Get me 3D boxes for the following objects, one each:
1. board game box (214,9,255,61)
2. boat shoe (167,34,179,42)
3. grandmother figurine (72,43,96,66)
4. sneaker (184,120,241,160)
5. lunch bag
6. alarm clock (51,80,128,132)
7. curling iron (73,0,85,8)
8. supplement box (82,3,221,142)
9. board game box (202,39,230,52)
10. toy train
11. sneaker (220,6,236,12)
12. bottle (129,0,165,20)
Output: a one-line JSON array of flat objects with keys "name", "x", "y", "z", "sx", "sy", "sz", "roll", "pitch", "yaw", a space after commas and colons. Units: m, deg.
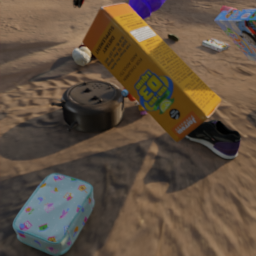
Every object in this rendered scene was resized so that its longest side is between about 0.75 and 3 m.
[{"name": "board game box", "x": 3.200, "y": -2.216, "z": 6.940, "sx": 1.641, "sy": 0.397, "sz": 2.170, "roll": 39, "pitch": 13, "yaw": -18}, {"name": "boat shoe", "x": 2.119, "y": -4.173, "z": 12.866, "sx": 0.248, "sy": 0.270, "sz": 0.755, "roll": -25, "pitch": 40, "yaw": -22}, {"name": "grandmother figurine", "x": -1.289, "y": -3.193, "z": 11.216, "sx": 1.609, "sy": 0.803, "sz": 2.653, "roll": 11, "pitch": 36, "yaw": 28}, {"name": "sneaker", "x": 2.010, "y": 0.021, "z": 7.012, "sx": 1.745, "sy": 0.764, "sz": 0.661, "roll": 30, "pitch": 47, "yaw": 33}, {"name": "lunch bag", "x": -1.347, "y": 1.538, "z": 5.225, "sx": 1.144, "sy": 0.550, "sz": 1.426, "roll": 10, "pitch": 39, "yaw": 17}, {"name": "alarm clock", "x": -0.758, "y": -0.776, "z": 8.048, "sx": 2.609, "sy": 0.868, "sz": 1.760, "roll": -17, "pitch": 41, "yaw": -26}, {"name": "curling iron", "x": -1.137, "y": -4.591, "z": 8.560, "sx": 0.263, "sy": 2.059, "sz": 0.510, "roll": 28, "pitch": 0, "yaw": -2}, {"name": "supplement box", "x": 0.446, "y": -1.090, "z": 5.425, "sx": 2.759, "sy": 0.918, "sz": 0.949, "roll": 45, "pitch": 40, "yaw": 2}, {"name": "board game box", "x": 3.822, "y": -3.616, "z": 12.214, "sx": 0.633, "sy": 0.174, "sz": 1.003, "roll": -25, "pitch": 44, "yaw": -28}, {"name": "toy train", "x": 0.515, "y": -1.053, "z": 8.131, "sx": 0.429, "sy": 1.159, "sz": 1.543, "roll": -13, "pitch": 18, "yaw": 43}, {"name": "sneaker", "x": 3.351, "y": -3.654, "z": 9.078, "sx": 0.547, "sy": 0.465, "sz": 1.261, "roll": 46, "pitch": 23, "yaw": 25}, {"name": "bottle", "x": 0.760, "y": -4.440, "z": 9.243, "sx": 1.062, "sy": 0.830, "sz": 2.543, "roll": 37, "pitch": 83, "yaw": -11}]
